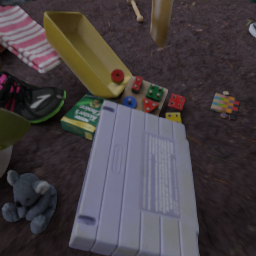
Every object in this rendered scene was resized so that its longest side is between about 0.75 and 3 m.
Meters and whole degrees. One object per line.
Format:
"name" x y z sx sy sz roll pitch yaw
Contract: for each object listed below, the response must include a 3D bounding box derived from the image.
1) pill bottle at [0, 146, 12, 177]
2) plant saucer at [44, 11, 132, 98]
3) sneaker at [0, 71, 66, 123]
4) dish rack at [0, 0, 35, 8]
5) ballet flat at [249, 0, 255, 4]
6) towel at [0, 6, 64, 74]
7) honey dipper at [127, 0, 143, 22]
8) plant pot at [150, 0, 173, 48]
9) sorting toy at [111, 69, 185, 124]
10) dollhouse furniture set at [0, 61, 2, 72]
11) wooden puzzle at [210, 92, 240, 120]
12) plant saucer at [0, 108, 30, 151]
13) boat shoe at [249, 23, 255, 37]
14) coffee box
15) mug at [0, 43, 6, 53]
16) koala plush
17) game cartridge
"pill bottle" -4.046 0.291 5.569 2.989 1.787 1.787 5 46 3
"plant saucer" -1.018 -1.873 7.379 2.430 0.589 2.431 49 22 -9
"sneaker" -2.851 -0.794 6.972 2.627 1.100 1.008 4 62 9
"dish rack" -2.300 -3.949 6.307 2.104 0.748 2.743 -22 64 0
"ballet flat" 3.104 -2.983 6.159 0.953 0.953 2.743 -13 63 -12
"towel" -2.431 -2.207 6.671 2.042 0.306 1.495 38 34 -8
"honey dipper" 0.293 -5.033 11.761 0.421 0.421 2.217 -8 51 -8
"plant pot" 0.491 -2.062 4.076 0.237 1.724 1.724 5 46 2
"sorting toy" 0.436 -0.728 7.125 2.187 0.370 1.054 22 73 5
"dollhouse furniture set" -4.367 -1.173 7.396 1.575 1.498 1.284 17 51 -4
"wooden puzzle" 2.655 -0.637 7.653 0.669 0.079 1.128 17 48 16
"plant saucer" -2.599 0.012 3.594 2.518 2.518 0.391 2 78 2
"boat shoe" 5.127 -3.387 9.922 0.703 0.650 1.903 -16 48 -15
"coffee box" -0.877 -0.427 7.256 0.978 0.350 1.590 21 49 19
"mug" -4.636 -3.119 9.349 1.560 1.172 1.757 17 45 14
"koala plush" -1.811 1.208 5.184 0.928 1.047 0.962 16 47 16
"game cartridge" 0.181 0.648 3.949 1.529 0.453 2.358 20 41 -12
